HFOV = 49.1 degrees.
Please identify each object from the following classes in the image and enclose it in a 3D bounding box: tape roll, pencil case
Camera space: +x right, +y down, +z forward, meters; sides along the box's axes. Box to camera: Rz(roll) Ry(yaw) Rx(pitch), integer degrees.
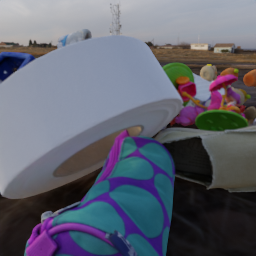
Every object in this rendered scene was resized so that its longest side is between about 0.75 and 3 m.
[{"bbox_3d":[-0.613,-0.039,4.123,2.781,0.973,2.781,-29,-13,-7],"label":"tape roll"},{"bbox_3d":[-0.083,0.898,3.252,1.087,1.180,2.554,-37,3,19],"label":"pencil case"}]

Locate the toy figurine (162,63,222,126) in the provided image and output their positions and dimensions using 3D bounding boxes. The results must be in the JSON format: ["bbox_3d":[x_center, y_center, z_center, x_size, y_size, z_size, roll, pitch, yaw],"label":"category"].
[{"bbox_3d":[1.702,-0.685,8.435,2.494,1.873,2.296,-25,34,-17],"label":"toy figurine"}]

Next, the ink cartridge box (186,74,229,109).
[{"bbox_3d":[2.548,-1.529,11.290,2.189,0.768,2.693,-14,35,-38],"label":"ink cartridge box"}]

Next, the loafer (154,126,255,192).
[{"bbox_3d":[1.680,0.568,4.699,2.983,1.129,1.019,-1,15,31],"label":"loafer"}]

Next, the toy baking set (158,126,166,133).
[{"bbox_3d":[0.666,0.000,8.265,0.826,0.125,1.076,11,25,16],"label":"toy baking set"}]

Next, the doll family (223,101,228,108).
[{"bbox_3d":[3.207,-0.677,9.702,0.693,0.503,1.116,-26,23,-13],"label":"doll family"}]

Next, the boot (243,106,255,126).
[{"bbox_3d":[3.293,-0.469,7.326,0.300,0.830,0.690,32,68,26],"label":"boot"}]

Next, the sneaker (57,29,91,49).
[{"bbox_3d":[-0.985,-1.696,8.810,1.278,2.949,1.105,-15,27,35],"label":"sneaker"}]

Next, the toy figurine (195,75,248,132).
[{"bbox_3d":[2.513,-0.596,6.965,1.573,1.448,1.181,28,-28,-23],"label":"toy figurine"}]

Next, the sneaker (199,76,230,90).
[{"bbox_3d":[4.069,-2.253,14.659,2.418,0.891,1.398,-1,13,-9],"label":"sneaker"}]

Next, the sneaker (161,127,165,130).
[{"bbox_3d":[-0.434,-0.619,5.925,1.323,0.925,2.661,-33,58,-30],"label":"sneaker"}]

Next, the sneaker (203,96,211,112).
[{"bbox_3d":[2.728,-0.681,9.336,0.451,0.645,1.298,37,43,8],"label":"sneaker"}]

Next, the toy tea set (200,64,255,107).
[{"bbox_3d":[4.380,-1.806,11.731,1.050,1.688,2.838,-19,24,-33],"label":"toy tea set"}]

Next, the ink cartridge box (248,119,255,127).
[{"bbox_3d":[4.212,-0.161,8.317,1.028,0.293,0.836,-11,9,-13],"label":"ink cartridge box"}]

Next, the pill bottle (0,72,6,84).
[{"bbox_3d":[-5.340,-1.492,10.176,2.224,1.260,1.260,-30,22,-8],"label":"pill bottle"}]

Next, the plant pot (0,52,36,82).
[{"bbox_3d":[-3.125,-0.945,8.032,1.807,1.807,1.624,17,-20,41],"label":"plant pot"}]
